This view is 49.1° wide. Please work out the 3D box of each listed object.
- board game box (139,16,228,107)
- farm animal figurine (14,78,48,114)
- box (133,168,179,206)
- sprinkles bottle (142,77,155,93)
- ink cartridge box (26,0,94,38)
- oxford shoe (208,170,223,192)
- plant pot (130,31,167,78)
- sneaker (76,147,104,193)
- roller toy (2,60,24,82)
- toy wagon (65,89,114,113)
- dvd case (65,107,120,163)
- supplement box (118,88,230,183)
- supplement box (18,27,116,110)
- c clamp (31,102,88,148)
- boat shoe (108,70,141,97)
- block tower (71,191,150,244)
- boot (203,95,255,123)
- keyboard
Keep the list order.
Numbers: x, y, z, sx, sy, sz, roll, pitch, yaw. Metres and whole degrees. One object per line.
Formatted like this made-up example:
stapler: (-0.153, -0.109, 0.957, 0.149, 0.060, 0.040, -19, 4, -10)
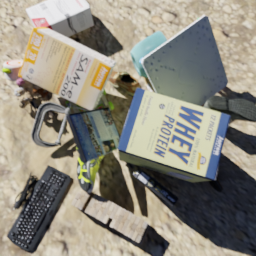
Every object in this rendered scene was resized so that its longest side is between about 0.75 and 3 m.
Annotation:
board game box: (2.102, -1.985, 10.070, 2.890, 2.890, 0.374, -37, 31, -11)
farm animal figurine: (-3.658, -1.090, 10.210, 1.408, 1.137, 0.708, 20, 37, 18)
box: (0.865, 1.884, 9.145, 1.479, 1.192, 0.363, 37, 86, -1)
sprinkles bottle: (1.135, -1.386, 10.762, 0.576, 0.576, 1.688, -22, 70, -8)
ink cartridge box: (-2.784, -4.552, 11.561, 2.251, 0.933, 1.652, -28, 59, -10)
oxford shoe: (3.014, 1.669, 9.794, 0.500, 0.430, 1.184, -22, 76, -20)
plant pot: (0.810, -2.543, 10.177, 1.233, 1.537, 1.537, -23, 72, -2)
sneaker: (-1.217, 1.057, 9.503, 0.890, 0.878, 2.329, 15, 51, -27)
roller toy: (-4.307, -2.186, 10.839, 0.973, 0.680, 0.888, -4, 30, -15)
toy wagon: (-1.356, -0.644, 10.585, 1.574, 0.401, 2.028, -24, 73, -12)
dvd case: (-1.038, 0.154, 9.351, 0.193, 2.200, 1.569, -22, 88, 32)
supplement box: (1.235, 0.414, 8.795, 2.764, 2.761, 1.855, 17, 78, 2)
supplement box: (-2.103, -2.056, 9.825, 2.879, 1.059, 1.815, 25, 111, -3)
c clamp: (-2.532, -0.101, 9.973, 1.602, 0.254, 1.876, 23, 91, -14)
boat shoe: (-0.147, -1.853, 10.653, 0.685, 0.668, 1.810, -37, 52, -25)
block tower: (-0.556, 2.859, 9.201, 2.592, 0.749, 0.700, 26, 73, 8)
boot: (3.550, -0.499, 10.100, 2.076, 1.356, 0.703, 15, 67, -4)
keyboard: (-3.180, 2.561, 9.417, 1.425, 0.543, 2.738, 24, 71, 8)
